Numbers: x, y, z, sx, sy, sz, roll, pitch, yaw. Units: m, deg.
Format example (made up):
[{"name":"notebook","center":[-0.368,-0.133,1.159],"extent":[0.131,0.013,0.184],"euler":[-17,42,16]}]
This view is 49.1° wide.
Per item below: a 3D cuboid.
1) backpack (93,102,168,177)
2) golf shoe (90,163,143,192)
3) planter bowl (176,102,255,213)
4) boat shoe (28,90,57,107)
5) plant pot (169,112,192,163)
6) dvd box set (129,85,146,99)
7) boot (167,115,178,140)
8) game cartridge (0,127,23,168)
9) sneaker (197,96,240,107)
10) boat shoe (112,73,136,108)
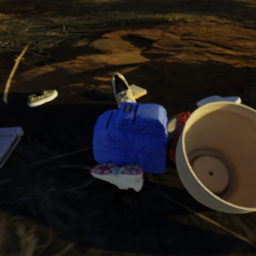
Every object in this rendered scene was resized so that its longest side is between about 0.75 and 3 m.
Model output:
[{"name":"backpack","center":[0.061,0.160,7.647],"extent":[2.006,1.683,1.630],"euler":[4,29,8]},{"name":"golf shoe","center":[-0.293,1.255,6.960],"extent":[1.428,0.653,0.538],"euler":[2,25,28]},{"name":"planter bowl","center":[2.079,0.833,6.273],"extent":[2.369,1.594,2.369],"euler":[5,60,-9]},{"name":"boat shoe","center":[-3.353,-1.251,10.994],"extent":[0.471,0.389,1.373],"euler":[19,37,27]},{"name":"plant pot","center":[1.769,0.261,7.863],"extent":[1.218,1.185,1.218],"euler":[-2,31,1]},{"name":"dvd box set","center":[0.091,-1.421,11.470],"extent":[0.785,0.158,1.073],"euler":[29,43,36]},{"name":"boot","center":[2.101,0.092,8.568],"extent":[2.050,0.715,1.349],"euler":[-19,34,-25]},{"name":"game cartridge","center":[-3.902,0.697,7.689],"extent":[1.295,0.383,1.997],"euler":[0,38,9]},{"name":"sneaker","center":[3.111,-0.514,9.546],"extent":[0.710,0.996,2.007],"euler":[-30,17,-15]},{"name":"boat shoe","center":[-0.155,-1.026,9.383],"extent":[0.655,0.600,1.753],"euler":[-27,72,5]}]
